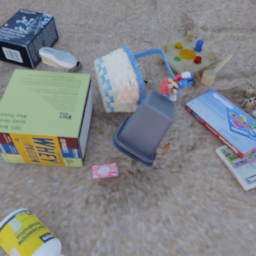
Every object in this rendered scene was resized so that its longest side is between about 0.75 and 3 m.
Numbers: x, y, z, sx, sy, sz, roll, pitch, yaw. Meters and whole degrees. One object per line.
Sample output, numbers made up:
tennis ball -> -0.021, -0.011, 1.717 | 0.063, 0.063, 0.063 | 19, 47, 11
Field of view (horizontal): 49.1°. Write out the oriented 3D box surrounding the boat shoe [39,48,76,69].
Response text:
boat shoe -> -2.256, -2.194, 9.093 | 1.520, 0.471, 0.547 | 28, 50, 28

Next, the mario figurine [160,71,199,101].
mario figurine -> 1.590, -1.254, 8.586 | 1.296, 0.800, 0.687 | -21, 14, -13

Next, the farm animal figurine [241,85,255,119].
farm animal figurine -> 4.958, -1.131, 10.936 | 1.280, 0.675, 1.294 | -32, 59, -22

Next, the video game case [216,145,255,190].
video game case -> 4.240, 1.080, 9.480 | 1.875, 0.207, 1.706 | -18, 50, -12

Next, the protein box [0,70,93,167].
protein box -> -2.719, -0.337, 9.584 | 2.689, 1.828, 2.709 | 4, 53, 0

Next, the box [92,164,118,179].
box -> -0.738, 1.397, 9.075 | 0.785, 0.371, 0.403 | -7, 77, 7

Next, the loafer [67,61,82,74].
loafer -> -2.386, -2.539, 12.187 | 0.403, 0.373, 1.071 | 21, 56, 15

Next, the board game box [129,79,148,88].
board game box -> 0.358, -1.836, 11.451 | 0.861, 0.101, 0.451 | 25, 71, 27

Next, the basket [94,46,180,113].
basket -> 0.278, -1.904, 10.663 | 2.877, 2.001, 2.536 | -15, 55, -2

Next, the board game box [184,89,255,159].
board game box -> 3.634, -0.266, 10.381 | 1.527, 0.288, 2.967 | -27, 52, -18

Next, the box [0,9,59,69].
box -> -4.605, -4.086, 12.767 | 1.811, 1.307, 2.441 | 15, 55, 11

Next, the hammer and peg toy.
hammer and peg toy -> 2.885, -2.860, 12.025 | 2.189, 1.050, 2.976 | -29, 58, -22

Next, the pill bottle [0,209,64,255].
pill bottle -> -2.503, 3.167, 7.432 | 1.972, 1.105, 1.105 | 34, 60, 23

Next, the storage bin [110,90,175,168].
storage bin -> 0.713, -0.083, 8.559 | 1.679, 1.549, 2.307 | 32, 23, -1
